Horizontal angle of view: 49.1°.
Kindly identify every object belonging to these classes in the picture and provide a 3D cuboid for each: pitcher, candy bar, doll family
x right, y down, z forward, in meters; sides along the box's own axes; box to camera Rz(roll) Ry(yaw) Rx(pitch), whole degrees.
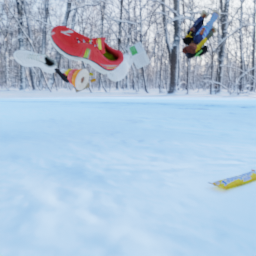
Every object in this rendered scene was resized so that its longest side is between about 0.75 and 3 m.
[{"bbox_3d":[-0.486,-3.141,15.445,1.022,1.446,1.685,31,51,8],"label":"pitcher"},{"bbox_3d":[2.121,0.998,5.378,1.405,0.156,0.350,-6,11,-33],"label":"candy bar"},{"bbox_3d":[2.281,-2.933,9.206,0.944,1.390,2.406,42,5,17],"label":"doll family"}]

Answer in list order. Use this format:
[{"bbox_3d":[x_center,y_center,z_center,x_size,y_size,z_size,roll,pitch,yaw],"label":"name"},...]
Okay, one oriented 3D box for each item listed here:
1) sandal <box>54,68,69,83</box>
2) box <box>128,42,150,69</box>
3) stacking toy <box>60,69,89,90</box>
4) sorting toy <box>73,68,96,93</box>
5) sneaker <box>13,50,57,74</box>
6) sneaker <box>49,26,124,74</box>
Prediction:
[{"bbox_3d":[-2.553,-2.071,10.973,0.324,0.195,0.864,10,-28,32],"label":"sandal"},{"bbox_3d":[0.524,-3.542,13.712,0.723,0.844,0.840,-24,50,8],"label":"box"},{"bbox_3d":[-2.586,-2.406,12.884,1.371,1.001,1.001,24,15,16],"label":"stacking toy"},{"bbox_3d":[-2.271,-2.402,13.828,1.368,1.019,0.183,-17,5,30],"label":"sorting toy"},{"bbox_3d":[-4.027,-3.066,12.402,1.925,0.750,0.956,11,-13,-28],"label":"sneaker"},{"bbox_3d":[-1.307,-2.827,9.573,2.750,1.059,1.168,17,-23,-37],"label":"sneaker"}]
